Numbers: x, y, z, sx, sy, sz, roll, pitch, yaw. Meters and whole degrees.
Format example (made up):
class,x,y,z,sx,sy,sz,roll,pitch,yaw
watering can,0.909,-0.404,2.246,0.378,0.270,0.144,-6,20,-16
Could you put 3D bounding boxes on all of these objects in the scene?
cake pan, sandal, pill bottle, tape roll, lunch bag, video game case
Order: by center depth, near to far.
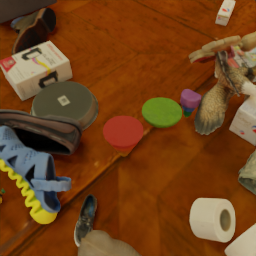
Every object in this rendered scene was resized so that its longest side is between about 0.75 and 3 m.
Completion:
class,x,y,z,sx,sy,sz,roll,pitch,yaw
pill bottle,3.081,2.999,4.626,1.662,1.662,2.947,-25,55,-18
tape roll,1.777,1.905,5.860,0.578,0.842,0.842,-11,37,47
sandal,-2.069,0.873,6.200,1.024,0.934,2.351,-38,88,9
lunch bag,3.643,1.086,6.550,1.713,1.007,1.405,31,59,28
cake pan,-1.890,-0.656,8.245,2.003,0.367,2.003,0,53,0
video game case,4.261,-2.279,9.573,2.336,0.204,1.670,-14,54,-10

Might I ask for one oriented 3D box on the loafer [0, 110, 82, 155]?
class,x,y,z,sx,sy,sz,roll,pitch,yaw
loafer,-2.650,0.185,7.122,2.878,1.034,0.906,2,45,-1

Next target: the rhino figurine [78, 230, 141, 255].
class,x,y,z,sx,sy,sz,roll,pitch,yaw
rhino figurine,0.164,2.715,5.101,2.602,1.138,0.778,23,57,19

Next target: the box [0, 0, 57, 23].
class,x,y,z,sx,sy,sz,roll,pitch,yaw
box,-4.542,-5.347,10.940,2.505,1.304,2.281,-32,46,-22

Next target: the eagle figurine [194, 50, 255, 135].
class,x,y,z,sx,sy,sz,roll,pitch,yaw
eagle figurine,2.597,-1.087,7.238,2.394,1.807,1.817,-23,96,-32

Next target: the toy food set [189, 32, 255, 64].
class,x,y,z,sx,sy,sz,roll,pitch,yaw
toy food set,2.934,-2.302,8.441,2.788,1.772,0.439,-20,94,-28

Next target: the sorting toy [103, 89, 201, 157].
class,x,y,z,sx,sy,sz,roll,pitch,yaw
sorting toy,0.704,-0.049,7.435,2.936,1.011,1.018,-27,53,-23

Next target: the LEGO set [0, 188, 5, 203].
class,x,y,z,sx,sy,sz,roll,pitch,yaw
LEGO set,-3.345,1.744,5.873,0.964,1.279,1.663,20,46,35

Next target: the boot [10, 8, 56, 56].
class,x,y,z,sx,sy,sz,roll,pitch,yaw
boot,-3.680,-3.294,10.082,1.275,0.983,2.631,2,51,25

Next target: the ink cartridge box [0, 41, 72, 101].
class,x,y,z,sx,sy,sz,roll,pitch,yaw
ink cartridge box,-2.900,-1.867,8.917,1.799,0.745,1.311,-31,59,-22

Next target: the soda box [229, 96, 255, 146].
class,x,y,z,sx,sy,sz,roll,pitch,yaw
soda box,4.078,-0.795,7.984,0.880,0.942,2.765,37,62,25

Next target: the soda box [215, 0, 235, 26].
class,x,y,z,sx,sy,sz,roll,pitch,yaw
soda box,3.908,-4.653,11.239,0.440,0.412,1.293,20,56,15

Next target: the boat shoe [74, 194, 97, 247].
class,x,y,z,sx,sy,sz,roll,pitch,yaw
boat shoe,-0.928,2.016,6.212,0.401,0.380,1.147,10,54,8
